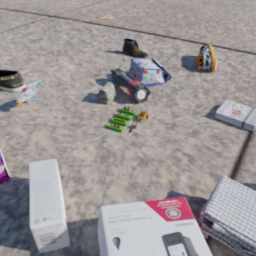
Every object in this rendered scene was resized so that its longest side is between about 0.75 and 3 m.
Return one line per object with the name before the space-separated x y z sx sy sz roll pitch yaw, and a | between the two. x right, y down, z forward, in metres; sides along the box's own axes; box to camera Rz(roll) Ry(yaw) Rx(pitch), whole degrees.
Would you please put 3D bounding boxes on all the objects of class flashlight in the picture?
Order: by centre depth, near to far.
flashlight | 0.075 -1.867 11.988 0.792 0.789 2.331 -19 36 -19

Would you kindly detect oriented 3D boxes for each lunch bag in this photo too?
lunch bag | -0.875 -1.433 11.417 0.545 0.656 0.782 15 40 19
lunch bag | 1.027 -2.584 12.734 1.574 0.974 1.338 -3 35 -26

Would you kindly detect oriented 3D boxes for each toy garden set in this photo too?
toy garden set | 0.017 -0.321 10.263 1.153 0.276 1.383 15 40 19

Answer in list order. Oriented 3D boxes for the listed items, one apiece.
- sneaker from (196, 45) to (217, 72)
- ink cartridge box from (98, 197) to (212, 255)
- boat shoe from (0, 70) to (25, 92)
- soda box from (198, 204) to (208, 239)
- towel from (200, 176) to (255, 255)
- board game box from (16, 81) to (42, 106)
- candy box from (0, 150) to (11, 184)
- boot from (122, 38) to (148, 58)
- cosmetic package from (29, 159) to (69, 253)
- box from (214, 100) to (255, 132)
sneaker | 3.836 -3.563 14.113 0.846 0.857 2.190 -4 38 4
ink cartridge box | 0.585 2.806 5.283 1.986 1.140 2.734 -3 37 -14
boat shoe | -5.844 -2.246 12.345 2.745 0.826 0.979 9 38 12
soda box | 1.878 2.272 6.858 0.283 0.257 0.810 13 38 16
towel | 2.638 2.146 6.545 1.742 0.746 1.443 26 44 18
board game box | -3.758 -1.317 10.665 0.123 0.953 0.953 44 37 4
candy box | -4.571 0.906 8.304 1.524 0.682 2.235 -21 41 -24
boot | 0.359 -4.287 15.081 1.613 0.782 0.603 21 42 25
cosmetic package | -1.951 1.812 6.843 0.752 1.033 2.032 -9 39 -12
box | 4.159 -0.491 10.482 1.444 0.297 1.126 24 43 29
